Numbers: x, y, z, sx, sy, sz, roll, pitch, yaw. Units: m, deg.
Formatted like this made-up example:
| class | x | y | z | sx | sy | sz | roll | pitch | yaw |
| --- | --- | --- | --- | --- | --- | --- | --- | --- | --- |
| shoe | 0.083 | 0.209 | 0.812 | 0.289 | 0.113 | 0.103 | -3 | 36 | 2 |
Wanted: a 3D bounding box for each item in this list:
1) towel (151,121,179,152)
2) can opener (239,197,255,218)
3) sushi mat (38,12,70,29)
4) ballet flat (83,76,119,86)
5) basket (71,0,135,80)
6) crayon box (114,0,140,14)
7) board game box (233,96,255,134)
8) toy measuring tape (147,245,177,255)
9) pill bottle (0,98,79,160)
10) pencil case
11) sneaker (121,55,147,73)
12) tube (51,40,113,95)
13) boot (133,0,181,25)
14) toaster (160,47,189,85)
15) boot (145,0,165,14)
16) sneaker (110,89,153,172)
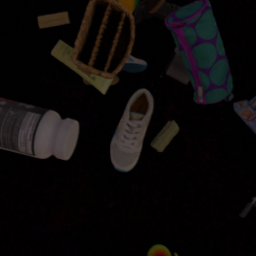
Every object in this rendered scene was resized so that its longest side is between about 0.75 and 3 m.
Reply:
| class | x | y | z | sx | sy | sz | roll | pitch | yaw |
| --- | --- | --- | --- | --- | --- | --- | --- | --- | --- |
| towel | 1.152 | 0.267 | 8.581 | 1.022 | 0.758 | 0.186 | -50 | 57 | 2 |
| can opener | 4.114 | 2.668 | 9.381 | 0.304 | 0.243 | 0.909 | 40 | 78 | 12 |
| sushi mat | -3.099 | -4.476 | 11.639 | 1.281 | 0.078 | 0.613 | -12 | 73 | -3 |
| ballet flat | -1.045 | -1.864 | 10.652 | 1.375 | 0.486 | 0.486 | -1 | 73 | 0 |
| basket | -0.503 | -2.105 | 6.813 | 1.241 | 1.295 | 1.738 | 20 | 93 | -4 |
| crayon box | -0.585 | -4.476 | 7.921 | 0.711 | 2.440 | 1.449 | 2 | 57 | 47 |
| board game box | 3.281 | -0.445 | 7.161 | 1.014 | 1.015 | 0.313 | 30 | 41 | -11 |
| toy measuring tape | 0.565 | 4.065 | 8.716 | 2.154 | 0.793 | 0.793 | -3 | 73 | 1 |
| pill bottle | -3.255 | 0.097 | 9.421 | 2.884 | 1.670 | 1.670 | 14 | 74 | 4 |
| pencil case | 2.057 | -1.993 | 7.896 | 1.230 | 2.891 | 1.336 | 9 | 51 | 45 |
| sneaker | -0.128 | -2.623 | 10.779 | 1.768 | 0.676 | 0.714 | 10 | 69 | 0 |
| tube | -1.269 | -1.767 | 8.025 | 1.864 | 0.484 | 0.541 | 34 | 115 | -19 |
| boot | 1.293 | -4.586 | 11.364 | 1.697 | 0.675 | 1.950 | 34 | 74 | 10 |
| toaster | 2.183 | -2.657 | 10.304 | 1.081 | 1.822 | 1.647 | 32 | 70 | 4 |
| boot | 0.473 | -5.151 | 9.064 | 2.184 | 2.625 | 0.950 | 22 | 62 | -11 |
| sneaker | 0.093 | 0.045 | 9.686 | 1.130 | 1.193 | 2.955 | 15 | 75 | 3 |
